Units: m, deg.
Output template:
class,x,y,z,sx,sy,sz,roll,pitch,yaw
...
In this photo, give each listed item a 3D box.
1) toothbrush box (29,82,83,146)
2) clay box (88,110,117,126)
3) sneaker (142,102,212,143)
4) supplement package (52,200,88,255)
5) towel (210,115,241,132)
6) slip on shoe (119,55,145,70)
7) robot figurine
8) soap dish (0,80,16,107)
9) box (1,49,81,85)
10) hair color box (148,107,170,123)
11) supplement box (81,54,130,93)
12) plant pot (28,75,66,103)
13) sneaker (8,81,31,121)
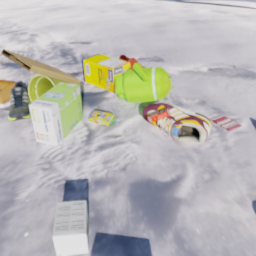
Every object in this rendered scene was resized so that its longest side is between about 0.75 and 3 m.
class,x,y,z,sx,sy,sz,roll,pitch,yaw
toothbrush box,-2.644,-0.589,10.672,0.930,1.573,2.161,9,34,14
clay box,-1.011,-0.392,11.227,1.028,0.245,0.591,10,36,13
sneaker,1.676,-0.208,10.571,2.784,1.043,1.254,14,31,23
supplement package,-1.350,2.400,6.749,0.749,0.755,0.994,-4,33,-6
towel,3.988,-0.216,11.454,0.734,0.116,1.019,-18,36,-27
slip on shoe,0.258,-3.632,16.217,0.914,0.755,2.469,-22,40,-33
robot figurine,0.733,-1.901,12.451,2.578,2.262,1.491,-3,72,16
soap dish,-6.210,-1.729,13.207,1.896,0.770,1.491,10,34,17
box,-3.448,-2.405,11.287,2.082,0.271,2.547,31,12,31
hair color box,1.148,-0.469,10.409,0.773,0.237,0.393,-20,20,25
supplement box,-1.154,-2.872,14.527,2.329,1.276,1.268,25,41,35
plant pot,-3.237,-1.638,12.475,1.723,1.723,1.584,17,26,25
sneaker,-4.725,-1.152,12.028,0.962,1.054,2.603,-10,34,-16
